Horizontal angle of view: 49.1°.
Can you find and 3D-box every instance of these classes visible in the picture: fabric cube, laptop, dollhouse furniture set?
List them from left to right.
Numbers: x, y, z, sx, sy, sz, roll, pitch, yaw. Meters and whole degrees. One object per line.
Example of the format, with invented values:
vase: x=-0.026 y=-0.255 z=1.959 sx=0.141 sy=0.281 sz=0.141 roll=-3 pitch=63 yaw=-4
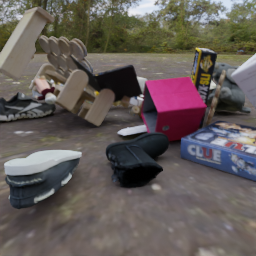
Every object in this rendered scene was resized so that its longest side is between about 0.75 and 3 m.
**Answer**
dollhouse furniture set: x=-2.051 y=-1.773 z=8.342 sx=2.953 sy=1.922 sz=2.713 roll=32 pitch=-4 yaw=-36
laptop: x=-0.611 y=-1.553 z=8.353 sx=1.737 sy=1.007 sz=1.626 roll=-13 pitch=-24 yaw=7
fabric cube: x=1.039 y=-0.431 z=6.834 sx=1.146 sy=1.128 sz=1.150 roll=-7 pitch=49 yaw=-11

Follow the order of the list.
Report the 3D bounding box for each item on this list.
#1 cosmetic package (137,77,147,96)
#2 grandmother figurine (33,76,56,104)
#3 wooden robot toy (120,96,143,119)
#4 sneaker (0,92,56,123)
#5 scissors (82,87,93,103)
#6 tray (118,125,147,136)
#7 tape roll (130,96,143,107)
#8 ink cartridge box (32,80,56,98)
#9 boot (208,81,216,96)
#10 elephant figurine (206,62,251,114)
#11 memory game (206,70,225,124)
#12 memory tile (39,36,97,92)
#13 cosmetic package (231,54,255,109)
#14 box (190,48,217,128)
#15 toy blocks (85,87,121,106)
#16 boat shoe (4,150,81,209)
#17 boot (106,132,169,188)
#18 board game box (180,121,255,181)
cosmetic package: x=-0.276 y=-1.870 z=12.434 sx=1.222 sy=0.825 sz=2.322 roll=-10 pitch=20 yaw=-27
grandmother figurine: x=-2.167 y=-0.943 z=7.299 sx=0.630 sy=0.315 sz=1.039 roll=-43 pitch=52 yaw=-1
wooden robot toy: x=0.422 y=-0.501 z=8.874 sx=1.504 sy=0.663 sz=0.682 roll=12 pitch=-26 yaw=-16
sneaker: x=-3.208 y=-0.729 z=8.890 sx=1.858 sy=0.841 sz=0.617 roll=-11 pitch=22 yaw=-32
scissors: x=-1.512 y=-0.924 z=10.485 sx=0.893 sy=0.170 sz=2.441 roll=-37 pitch=39 yaw=8
tray: x=0.204 y=0.048 z=7.346 sx=0.884 sy=0.098 sz=0.474 roll=-11 pitch=10 yaw=-24
tape roll: x=0.460 y=-0.950 z=9.859 sx=1.426 sy=0.261 sz=1.426 roll=18 pitch=12 yaw=-4
ink cartridge box: x=-2.966 y=-1.726 z=12.101 sx=1.835 sy=0.760 sz=1.338 roll=5 pitch=18 yaw=14
boot: x=2.591 y=-1.382 z=10.985 sx=2.373 sy=0.855 sz=1.835 roll=-6 pitch=23 yaw=-8
elephant figurine: x=3.367 y=-1.614 z=9.566 sx=1.371 sy=1.938 sz=1.503 roll=-2 pitch=-24 yaw=43
memory game: x=2.510 y=-0.852 z=7.978 sx=0.102 sy=1.598 sz=1.598 roll=18 pitch=23 yaw=16
memory tile: x=-2.086 y=-2.287 z=9.855 sx=2.593 sy=1.987 sz=0.218 roll=22 pitch=55 yaw=41
cosmetic package: x=4.001 y=-1.155 z=6.632 sx=1.674 sy=2.013 sz=1.684 roll=-39 pitch=3 yaw=-16
box: x=2.118 y=-1.254 z=8.400 sx=0.525 sy=2.129 sz=1.700 roll=9 pitch=20 yaw=6
toy blocks: x=-0.613 y=-1.300 z=10.446 sx=1.300 sy=0.566 sz=1.559 roll=29 pitch=37 yaw=29
boat shoe: x=-1.295 y=0.724 z=4.510 sx=0.769 sy=0.614 sz=2.035 roll=0 pitch=2 yaw=13
boot: x=0.304 y=0.573 z=5.370 sx=1.468 sy=0.543 sz=1.203 roll=-11 pitch=19 yaw=-15
board game box: x=2.691 y=0.491 z=5.714 sx=2.668 sy=0.462 sz=1.807 roll=15 pitch=24 yaw=39
